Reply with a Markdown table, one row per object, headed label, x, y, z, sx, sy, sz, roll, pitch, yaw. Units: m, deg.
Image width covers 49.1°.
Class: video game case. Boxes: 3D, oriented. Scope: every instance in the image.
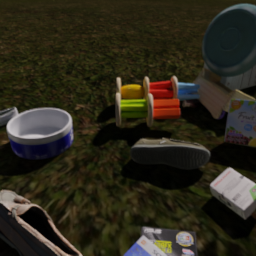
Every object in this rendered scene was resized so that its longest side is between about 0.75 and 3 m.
| label | x | y | z | sx | sy | sz | roll | pitch | yaw |
| --- | --- | --- | --- | --- | --- | --- | --- | --- | --- |
| video game case | 0.230 | 2.443 | 4.162 | 1.142 | 0.286 | 1.260 | 30 | 51 | 34 |

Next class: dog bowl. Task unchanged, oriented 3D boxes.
| label | x | y | z | sx | sy | sz | roll | pitch | yaw |
| --- | --- | --- | --- | --- | --- | --- | --- | --- | --- |
| dog bowl | -2.463 | 0.125 | 7.958 | 1.742 | 0.686 | 1.742 | 0 | 30 | 0 |

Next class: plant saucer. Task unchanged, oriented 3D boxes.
| label | x | y | z | sx | sy | sz | roll | pitch | yaw |
| --- | --- | --- | --- | --- | --- | --- | --- | --- | --- |
| plant saucer | 3.823 | -3.252 | 10.384 | 0.367 | 2.678 | 2.678 | 2 | 23 | -42 |

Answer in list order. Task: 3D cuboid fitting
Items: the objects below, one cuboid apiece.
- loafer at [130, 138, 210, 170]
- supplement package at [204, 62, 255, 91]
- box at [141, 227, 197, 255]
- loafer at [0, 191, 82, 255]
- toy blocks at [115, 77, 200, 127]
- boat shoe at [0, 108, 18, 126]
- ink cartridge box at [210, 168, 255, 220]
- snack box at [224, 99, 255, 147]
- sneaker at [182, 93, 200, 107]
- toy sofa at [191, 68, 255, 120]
| label | x | y | z | sx | sy | sz | roll | pitch | yaw |
| --- | --- | --- | --- | --- | --- | --- | --- | --- | --- |
| loafer | 1.071 | 0.542 | 7.193 | 1.993 | 0.750 | 0.694 | 5 | 35 | 10 |
| supplement package | 4.437 | -2.447 | 11.656 | 2.294 | 1.346 | 1.341 | -17 | 35 | -26 |
| box | 0.698 | 2.182 | 4.942 | 1.006 | 0.223 | 0.806 | 4 | 31 | 7 |
| loafer | -1.578 | 1.738 | 4.826 | 2.560 | 0.805 | 0.920 | 32 | 9 | 40 |
| toy blocks | 1.065 | -0.921 | 9.314 | 2.924 | 1.062 | 2.437 | -2 | 31 | -1 |
| boat shoe | -4.209 | -0.295 | 8.872 | 1.425 | 0.476 | 0.524 | -26 | 40 | -37 |
| ink cartridge box | 2.290 | 1.360 | 5.908 | 0.651 | 0.376 | 0.895 | -38 | 40 | -13 |
| snack box | 3.508 | -0.104 | 7.730 | 1.479 | 1.248 | 0.501 | 9 | 1 | 16 |
| sneaker | 2.348 | -1.028 | 10.295 | 0.590 | 0.386 | 1.021 | 15 | 42 | 10 |
| toy sofa | 3.233 | -1.127 | 9.982 | 0.973 | 1.146 | 2.349 | 19 | 22 | -25 |
